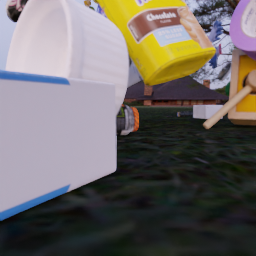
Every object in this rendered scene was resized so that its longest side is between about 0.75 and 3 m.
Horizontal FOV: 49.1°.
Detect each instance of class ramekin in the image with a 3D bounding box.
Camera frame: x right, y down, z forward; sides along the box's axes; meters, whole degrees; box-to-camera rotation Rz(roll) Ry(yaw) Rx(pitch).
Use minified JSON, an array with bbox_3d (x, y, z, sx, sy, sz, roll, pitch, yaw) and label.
[{"bbox_3d":[-1.271,-1.057,5.515,1.384,2.840,2.840,6,0,-42],"label":"ramekin"}]

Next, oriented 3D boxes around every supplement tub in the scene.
[{"bbox_3d":[-0.410,-0.180,6.596,1.222,0.749,0.749,-1,5,-19],"label":"supplement tub"}]

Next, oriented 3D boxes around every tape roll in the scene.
[{"bbox_3d":[3.896,-2.939,7.401,0.754,2.300,2.300,22,-8,-33],"label":"tape roll"}]

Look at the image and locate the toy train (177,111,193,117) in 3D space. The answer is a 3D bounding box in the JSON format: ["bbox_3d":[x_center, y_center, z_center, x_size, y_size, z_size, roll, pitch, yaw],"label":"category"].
[{"bbox_3d":[3.219,-0.805,15.929,0.367,0.273,1.602,0,4,38],"label":"toy train"}]

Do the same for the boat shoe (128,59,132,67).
[{"bbox_3d":[-0.089,-2.844,11.102,0.378,0.444,1.327,40,-14,16],"label":"boat shoe"}]

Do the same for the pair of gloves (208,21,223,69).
[{"bbox_3d":[3.325,-3.138,10.668,0.190,1.669,1.342,0,-7,-1],"label":"pair of gloves"}]

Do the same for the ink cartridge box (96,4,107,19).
[{"bbox_3d":[-0.877,-4.680,11.906,0.335,0.952,1.595,17,7,20],"label":"ink cartridge box"}]

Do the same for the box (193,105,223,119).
[{"bbox_3d":[3.894,-0.797,13.753,0.926,0.647,1.216,-1,5,-15],"label":"box"}]

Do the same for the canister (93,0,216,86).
[{"bbox_3d":[0.593,-2.634,6.810,2.178,2.933,1.269,-21,-12,-37],"label":"canister"}]

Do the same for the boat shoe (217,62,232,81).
[{"bbox_3d":[3.666,-2.152,10.574,0.274,0.773,0.279,22,15,-24],"label":"boat shoe"}]

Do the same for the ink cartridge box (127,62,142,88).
[{"bbox_3d":[0.130,-3.195,12.537,2.887,2.119,1.196,-31,25,-29],"label":"ink cartridge box"}]

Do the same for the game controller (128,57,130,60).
[{"bbox_3d":[-0.870,-2.230,8.835,2.965,0.624,1.547,-22,15,-31],"label":"game controller"}]

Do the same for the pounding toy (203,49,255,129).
[{"bbox_3d":[3.979,-1.079,8.527,2.798,2.576,1.989,3,-5,27],"label":"pounding toy"}]

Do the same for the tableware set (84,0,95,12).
[{"bbox_3d":[-0.947,-2.716,6.954,0.181,1.182,0.796,-15,-24,10],"label":"tableware set"}]

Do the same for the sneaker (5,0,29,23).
[{"bbox_3d":[-3.444,-4.038,9.177,0.672,0.723,1.674,-15,-18,-47],"label":"sneaker"}]

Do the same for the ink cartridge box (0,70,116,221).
[{"bbox_3d":[-1.605,0.014,2.882,2.460,1.036,1.779,3,6,27],"label":"ink cartridge box"}]
